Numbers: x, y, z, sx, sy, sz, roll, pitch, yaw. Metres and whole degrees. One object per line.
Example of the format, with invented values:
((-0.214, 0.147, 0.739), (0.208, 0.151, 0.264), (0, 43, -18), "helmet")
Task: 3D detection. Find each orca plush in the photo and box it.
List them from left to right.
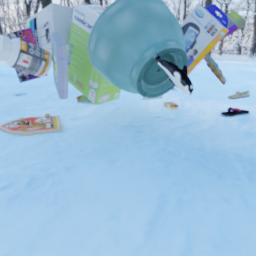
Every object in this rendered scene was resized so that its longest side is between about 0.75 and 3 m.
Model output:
((1.253, -1.418, 7.080), (1.297, 0.461, 0.682), (42, -4, -1), "orca plush")

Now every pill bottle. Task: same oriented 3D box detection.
((-3.309, -2.259, 8.850), (1.581, 0.920, 0.920), (15, 4, -43), "pill bottle")

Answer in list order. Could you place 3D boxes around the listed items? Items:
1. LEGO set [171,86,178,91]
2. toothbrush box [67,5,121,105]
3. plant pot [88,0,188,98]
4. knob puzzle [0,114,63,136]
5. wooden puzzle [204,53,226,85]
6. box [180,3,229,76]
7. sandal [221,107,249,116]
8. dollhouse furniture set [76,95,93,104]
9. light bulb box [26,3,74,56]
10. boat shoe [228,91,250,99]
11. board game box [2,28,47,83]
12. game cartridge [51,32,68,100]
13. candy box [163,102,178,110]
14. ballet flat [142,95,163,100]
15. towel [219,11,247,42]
((1.738, -1.778, 9.900), (0.370, 0.995, 0.458), (0, 19, -44), "LEGO set")
((-1.091, -2.634, 10.127), (1.239, 2.878, 2.095), (-22, 50, -42), "toothbrush box")
((0.537, -2.124, 8.289), (2.909, 2.909, 1.949), (-11, 50, -31), "plant pot")
((-4.072, -0.219, 11.624), (2.721, 0.377, 2.721), (0, 18, 0), "knob puzzle")
((2.780, -1.882, 8.941), (0.098, 0.831, 1.401), (-32, 50, 10), "wooden puzzle")
((2.354, -3.166, 9.869), (0.492, 2.374, 1.413), (-3, 52, -47), "box")
((5.154, -0.836, 13.546), (1.679, 0.378, 0.631), (-9, 20, -25), "sandal")
((-1.972, -2.210, 16.598), (1.483, 1.136, 2.265), (6, 19, 17), "dollhouse furniture set")
((-2.625, -3.873, 11.637), (2.349, 1.479, 2.370), (-7, 6, -43), "light bulb box")
((4.273, -1.279, 10.850), (0.804, 0.261, 0.290), (-7, -7, 22), "boat shoe")
((-3.979, -2.798, 10.879), (1.127, 1.878, 0.303), (-19, 20, -10), "board game box")
((-2.238, -1.977, 9.189), (0.390, 1.926, 1.284), (-11, 41, -22), "game cartridge")
((2.265, -1.180, 14.855), (0.493, 0.236, 0.853), (-6, 19, -15), "candy box")
((1.482, -2.019, 17.149), (1.401, 0.503, 0.503), (-7, 19, -19), "ballet flat")
((4.036, -4.254, 12.001), (1.682, 0.192, 1.208), (-33, 48, 15), "towel")
